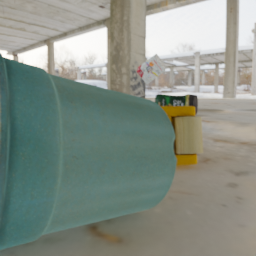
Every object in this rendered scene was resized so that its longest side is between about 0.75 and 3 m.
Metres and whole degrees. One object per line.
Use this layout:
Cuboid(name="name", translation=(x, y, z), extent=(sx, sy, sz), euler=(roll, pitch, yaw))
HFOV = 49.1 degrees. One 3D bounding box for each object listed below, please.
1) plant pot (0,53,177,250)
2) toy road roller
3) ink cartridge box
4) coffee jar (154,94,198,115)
Cuboid(name="plant pot", translation=(-0.653, 0.307, 3.381), extent=(2.027, 2.069, 2.069), euler=(5, 4, -33))
Cuboid(name="toy road roller", translation=(0.562, 0.205, 6.352), extent=(1.991, 1.224, 1.454), euler=(-1, -3, -5))
Cuboid(name="ink cartridge box", translation=(1.111, -2.787, 13.196), extent=(1.118, 0.813, 0.809), euler=(-35, 17, 25))
Cuboid(name="coffee jar", translation=(2.922, -1.386, 16.975), extent=(2.541, 1.325, 1.084), euler=(2, 10, 19))
